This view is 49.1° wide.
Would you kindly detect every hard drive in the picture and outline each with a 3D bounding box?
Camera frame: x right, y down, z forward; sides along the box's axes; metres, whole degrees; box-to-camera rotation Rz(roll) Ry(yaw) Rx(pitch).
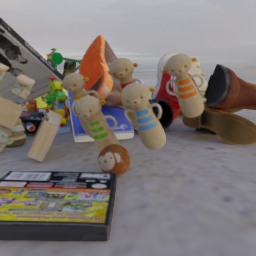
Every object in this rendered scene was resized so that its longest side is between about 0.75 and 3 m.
[{"bbox_3d":[-0.704,-0.516,6.418,1.257,0.242,1.906,-3,48,-17],"label":"hard drive"}]

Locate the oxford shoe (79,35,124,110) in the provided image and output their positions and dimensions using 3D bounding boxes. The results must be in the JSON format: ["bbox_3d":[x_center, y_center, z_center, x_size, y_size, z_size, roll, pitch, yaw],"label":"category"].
[{"bbox_3d":[-0.530,-1.316,6.626,0.938,0.918,2.574,27,35,-31],"label":"oxford shoe"}]

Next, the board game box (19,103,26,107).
[{"bbox_3d":[-4.350,-0.665,9.579,1.253,0.162,1.254,5,28,15],"label":"board game box"}]

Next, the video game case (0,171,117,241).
[{"bbox_3d":[-0.908,0.817,3.197,1.490,0.190,1.347,1,11,1],"label":"video game case"}]

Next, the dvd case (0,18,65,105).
[{"bbox_3d":[-3.325,-1.530,7.600,2.157,0.355,2.870,-19,-24,12],"label":"dvd case"}]

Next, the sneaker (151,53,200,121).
[{"bbox_3d":[1.260,-0.718,7.582,0.901,2.301,1.329,-17,49,-5],"label":"sneaker"}]

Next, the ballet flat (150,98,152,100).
[{"bbox_3d":[0.672,-0.645,9.168,0.688,0.637,1.951,8,15,29],"label":"ballet flat"}]

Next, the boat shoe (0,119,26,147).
[{"bbox_3d":[-3.032,-0.014,5.983,1.783,0.679,0.639,1,13,8],"label":"boat shoe"}]

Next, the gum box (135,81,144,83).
[{"bbox_3d":[-0.471,-1.188,8.683,1.688,0.443,1.987,8,19,7],"label":"gum box"}]

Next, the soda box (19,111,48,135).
[{"bbox_3d":[-2.479,-0.134,6.691,1.245,0.441,0.394,5,32,4],"label":"soda box"}]

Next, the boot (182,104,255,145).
[{"bbox_3d":[2.193,-0.216,6.462,1.707,0.629,1.321,20,22,22],"label":"boot"}]

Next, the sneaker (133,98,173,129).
[{"bbox_3d":[0.007,-0.364,6.811,2.529,0.894,1.254,-3,0,-32],"label":"sneaker"}]

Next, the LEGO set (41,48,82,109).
[{"bbox_3d":[-2.400,-1.773,10.374,1.738,2.260,1.310,-6,18,-28],"label":"LEGO set"}]

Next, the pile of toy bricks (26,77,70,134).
[{"bbox_3d":[-2.024,-0.758,7.927,1.519,1.352,2.738,-7,14,-30],"label":"pile of toy bricks"}]

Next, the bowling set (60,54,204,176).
[{"bbox_3d":[-0.066,-0.267,4.393,2.517,1.351,1.752,-15,27,19],"label":"bowling set"}]

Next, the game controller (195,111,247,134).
[{"bbox_3d":[2.467,-0.163,7.459,1.719,0.362,0.897,-13,16,-40],"label":"game controller"}]

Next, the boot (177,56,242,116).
[{"bbox_3d":[2.618,-1.479,9.592,2.683,2.085,0.977,-3,-29,9],"label":"boot"}]

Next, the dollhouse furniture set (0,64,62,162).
[{"bbox_3d":[-2.051,-0.167,4.945,1.565,1.438,1.018,26,9,-15],"label":"dollhouse furniture set"}]

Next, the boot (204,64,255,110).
[{"bbox_3d":[3.094,-0.545,6.148,2.693,0.922,2.535,17,2,11],"label":"boot"}]

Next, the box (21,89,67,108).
[{"bbox_3d":[-3.374,-1.361,12.521,1.041,0.693,2.767,7,13,30],"label":"box"}]
